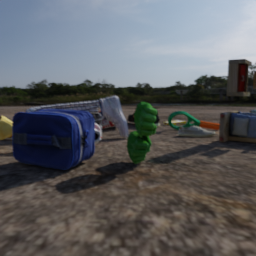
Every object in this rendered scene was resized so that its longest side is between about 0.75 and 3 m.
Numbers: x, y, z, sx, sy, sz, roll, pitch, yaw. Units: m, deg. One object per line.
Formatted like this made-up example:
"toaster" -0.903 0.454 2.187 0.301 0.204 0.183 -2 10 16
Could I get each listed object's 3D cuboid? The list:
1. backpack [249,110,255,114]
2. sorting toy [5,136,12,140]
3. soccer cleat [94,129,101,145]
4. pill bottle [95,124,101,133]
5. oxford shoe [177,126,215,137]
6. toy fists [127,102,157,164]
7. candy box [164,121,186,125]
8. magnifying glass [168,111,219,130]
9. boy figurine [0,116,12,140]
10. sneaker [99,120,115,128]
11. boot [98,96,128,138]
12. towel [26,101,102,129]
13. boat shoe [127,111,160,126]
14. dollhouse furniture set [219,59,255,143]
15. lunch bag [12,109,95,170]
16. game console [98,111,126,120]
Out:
"backpack" 6.782 -0.469 14.318 1.059 0.923 1.205 2 12 -36
"sorting toy" -4.226 0.341 10.349 0.756 0.138 0.700 0 6 -1
"soccer cleat" -1.955 0.235 8.240 2.418 0.830 1.030 3 -4 -23
"pill bottle" -1.428 0.115 9.726 0.722 0.722 1.286 -2 7 -21
"oxford shoe" 2.694 0.129 11.036 1.464 0.423 0.550 3 4 5
"toy fists" 0.318 0.138 6.390 0.493 1.434 0.731 12 23 -9
"candy box" 2.640 -0.282 15.805 0.661 0.171 1.293 9 11 42
"magnifying glass" 3.033 -0.231 12.926 2.436 0.970 0.273 10 38 -4
"boy figurine" -3.978 0.181 7.683 2.050 1.275 0.661 -9 -42 25
"sneaker" -1.131 -0.240 13.261 0.802 0.508 1.425 -3 -11 -39
"boot" -0.597 -0.350 10.502 0.820 1.716 0.631 -12 -17 -21
"towel" -2.626 -0.371 11.555 2.888 1.236 2.391 -8 7 -22
"boat shoe" 0.803 -0.616 15.561 1.084 0.929 2.964 -5 5 -24
"dollhouse furniture set" 4.410 -0.940 9.584 2.001 2.839 1.990 4 8 34
"lunch bag" -1.640 0.238 6.273 1.814 1.233 1.200 3 10 22
"game console" -1.155 -0.325 13.769 1.444 0.995 1.676 -31 1 -24
